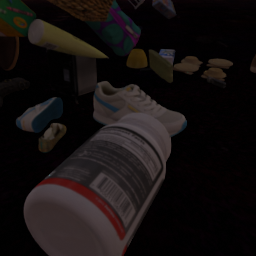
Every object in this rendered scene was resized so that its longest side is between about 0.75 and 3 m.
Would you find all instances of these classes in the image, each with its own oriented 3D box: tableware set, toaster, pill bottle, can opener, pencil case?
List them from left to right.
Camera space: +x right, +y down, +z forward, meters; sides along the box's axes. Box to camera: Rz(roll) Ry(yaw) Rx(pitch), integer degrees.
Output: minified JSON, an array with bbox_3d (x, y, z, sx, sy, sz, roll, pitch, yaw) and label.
[{"bbox_3d":[-2.059,-2.018,10.221,1.647,1.822,1.081,19,30,39],"label":"toaster"},{"bbox_3d":[-0.773,-3.641,8.820,1.336,2.891,1.230,14,72,46],"label":"pencil case"},{"bbox_3d":[-0.291,0.935,5.113,1.670,1.670,2.884,14,33,22],"label":"pill bottle"},{"bbox_3d":[3.430,-2.794,12.793,2.374,0.330,2.841,14,33,20],"label":"tableware set"},{"bbox_3d":[3.579,-1.868,11.285,0.304,0.243,0.909,-22,38,-31],"label":"can opener"}]

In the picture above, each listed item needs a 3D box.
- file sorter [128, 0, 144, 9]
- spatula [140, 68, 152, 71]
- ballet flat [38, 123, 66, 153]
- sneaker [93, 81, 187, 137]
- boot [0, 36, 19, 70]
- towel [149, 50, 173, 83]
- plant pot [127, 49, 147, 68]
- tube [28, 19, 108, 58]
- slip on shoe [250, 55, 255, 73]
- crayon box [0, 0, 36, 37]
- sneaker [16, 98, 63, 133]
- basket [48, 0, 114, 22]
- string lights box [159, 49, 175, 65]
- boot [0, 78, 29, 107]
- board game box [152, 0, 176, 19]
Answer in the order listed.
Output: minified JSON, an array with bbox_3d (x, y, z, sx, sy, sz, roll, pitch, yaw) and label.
[{"bbox_3d":[0.440,-4.779,9.912,0.518,0.832,0.578,43,51,-11],"label":"file sorter"},{"bbox_3d":[1.208,-2.630,12.684,1.338,0.138,0.378,2,29,4],"label":"spatula"},{"bbox_3d":[-2.048,0.138,7.667,0.486,0.486,1.375,5,31,9],"label":"ballet flat"},{"bbox_3d":[0.242,-0.536,8.086,2.955,1.193,1.130,15,32,22],"label":"sneaker"},{"bbox_3d":[-4.380,-3.019,8.149,0.950,2.625,2.184,3,12,28],"label":"boot"},{"bbox_3d":[0.974,-1.865,8.388,0.186,0.758,1.022,-34,56,-13],"label":"towel"},{"bbox_3d":[0.431,-3.344,13.324,1.010,0.717,1.010,-1,31,0],"label":"plant pot"},{"bbox_3d":[-1.251,-1.808,6.074,1.864,0.484,0.541,5,55,-56],"label":"tube"},{"bbox_3d":[6.363,-2.533,11.946,0.887,0.707,2.334,-17,35,-27],"label":"slip on shoe"},{"bbox_3d":[-3.628,-3.169,6.635,1.449,2.440,0.711,14,77,35],"label":"crayon box"},{"bbox_3d":[-2.616,-0.480,8.521,0.714,0.676,1.768,7,28,20],"label":"sneaker"},{"bbox_3d":[-1.071,-3.270,6.078,1.738,1.295,1.241,34,31,16],"label":"basket"},{"bbox_3d":[1.884,-3.494,13.867,0.723,0.415,1.407,6,31,10],"label":"string lights box"},{"bbox_3d":[-4.347,-1.400,10.063,1.697,0.675,1.950,-26,37,-36],"label":"boot"},{"bbox_3d":[1.129,-4.299,9.440,0.313,1.015,1.014,-19,-5,36],"label":"board game box"}]
